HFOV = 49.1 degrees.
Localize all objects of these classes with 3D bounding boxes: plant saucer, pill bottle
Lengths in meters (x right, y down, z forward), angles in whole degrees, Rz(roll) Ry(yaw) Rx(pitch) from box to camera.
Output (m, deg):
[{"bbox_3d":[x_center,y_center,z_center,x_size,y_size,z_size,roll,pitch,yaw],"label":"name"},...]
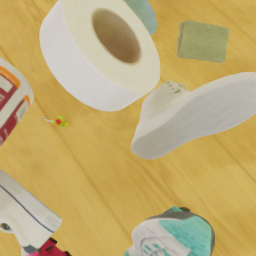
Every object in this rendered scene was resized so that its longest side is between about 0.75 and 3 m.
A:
[{"bbox_3d":[0.183,-3.066,7.554,1.420,0.273,1.420,16,64,-38],"label":"plant saucer"},{"bbox_3d":[-2.740,0.030,4.517,1.376,1.376,2.409,19,58,8],"label":"pill bottle"}]

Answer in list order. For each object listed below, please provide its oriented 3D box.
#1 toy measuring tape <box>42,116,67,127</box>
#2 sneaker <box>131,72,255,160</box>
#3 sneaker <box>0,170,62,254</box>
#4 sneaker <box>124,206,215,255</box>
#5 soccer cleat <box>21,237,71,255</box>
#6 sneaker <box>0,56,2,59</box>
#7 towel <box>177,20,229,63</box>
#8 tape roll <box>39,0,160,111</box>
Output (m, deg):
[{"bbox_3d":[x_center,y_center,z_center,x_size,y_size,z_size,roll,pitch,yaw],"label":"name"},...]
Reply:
[{"bbox_3d":[-2.115,-0.258,8.120,0.798,0.294,0.294,19,68,8],"label":"toy measuring tape"},{"bbox_3d":[1.239,-0.584,5.540,2.781,1.025,1.607,-27,33,33],"label":"sneaker"},{"bbox_3d":[-2.045,1.335,4.815,2.136,0.780,0.756,19,61,41],"label":"sneaker"},{"bbox_3d":[0.706,1.695,4.563,1.038,2.675,1.220,41,59,11],"label":"sneaker"},{"bbox_3d":[-1.120,3.040,4.638,1.121,0.907,2.596,-43,80,3],"label":"soccer cleat"},{"bbox_3d":[-3.570,-1.660,6.586,0.955,0.812,2.093,-34,78,-2],"label":"sneaker"},{"bbox_3d":[1.969,-2.273,7.413,1.355,0.247,1.005,7,94,-2],"label":"towel"},{"bbox_3d":[-0.401,-1.390,4.879,2.134,0.746,2.134,25,51,-34],"label":"tape roll"}]
